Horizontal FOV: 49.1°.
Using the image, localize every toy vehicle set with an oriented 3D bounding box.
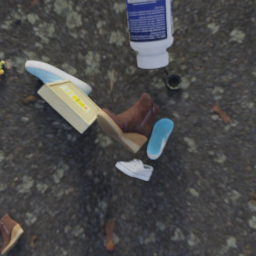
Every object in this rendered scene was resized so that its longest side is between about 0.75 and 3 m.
[{"bbox_3d":[-1.713,-0.794,8.921,1.642,2.643,0.350,44,100,-7],"label":"toy vehicle set"}]

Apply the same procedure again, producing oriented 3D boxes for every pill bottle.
[{"bbox_3d":[0.761,-3.541,9.696,1.524,1.524,2.744,-7,115,-1],"label":"pill bottle"}]

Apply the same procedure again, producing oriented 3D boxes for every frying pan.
[{"bbox_3d":[1.605,-1.891,10.928,1.028,0.167,0.622,28,85,4],"label":"frying pan"}]

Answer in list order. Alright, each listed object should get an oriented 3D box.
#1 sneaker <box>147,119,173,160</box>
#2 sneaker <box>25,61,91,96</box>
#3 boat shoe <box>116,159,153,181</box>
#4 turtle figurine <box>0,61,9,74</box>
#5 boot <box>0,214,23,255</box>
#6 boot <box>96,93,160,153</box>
[{"bbox_3d":[1.100,0.369,9.994,0.619,0.654,1.618,25,65,13],"label":"sneaker"},{"bbox_3d":[-2.773,-1.614,10.503,2.636,0.974,1.080,24,82,3],"label":"sneaker"},{"bbox_3d":[0.247,1.391,9.918,0.651,1.770,0.578,30,92,39],"label":"boat shoe"},{"bbox_3d":[-5.186,-2.239,10.873,0.808,0.323,1.002,23,86,2],"label":"turtle figurine"},{"bbox_3d":[-4.538,3.941,10.394,0.972,0.423,1.168,37,87,15],"label":"boot"},{"bbox_3d":[0.064,-0.452,9.424,2.276,0.824,1.893,45,66,-39],"label":"boot"}]
